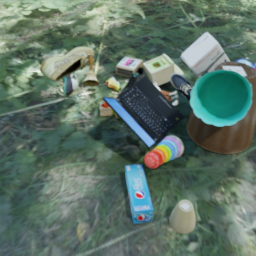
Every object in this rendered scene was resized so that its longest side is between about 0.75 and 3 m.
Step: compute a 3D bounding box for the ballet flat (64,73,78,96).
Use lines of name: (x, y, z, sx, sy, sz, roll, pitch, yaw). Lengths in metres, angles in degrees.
ballet flat: (-2.655, -2.135, 12.965, 0.690, 0.690, 1.888, -8, 39, -9)

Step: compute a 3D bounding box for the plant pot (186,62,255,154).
plant pot: (3.455, -0.867, 9.840, 2.444, 2.615, 2.444, 0, 40, 0)

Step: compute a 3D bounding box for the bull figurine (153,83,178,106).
bull figurine: (1.408, -1.100, 11.558, 1.314, 0.705, 2.164, -8, 45, 14)

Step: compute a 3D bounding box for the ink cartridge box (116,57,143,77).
ink cartridge box: (0.067, -3.097, 14.225, 1.002, 0.457, 1.217, 17, 44, 17)

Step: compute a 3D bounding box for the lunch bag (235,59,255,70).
lunch bag: (5.600, -2.683, 13.391, 0.674, 0.899, 1.057, -21, 44, -22)

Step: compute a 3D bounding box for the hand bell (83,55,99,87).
hand bell: (-1.254, -1.980, 9.476, 0.546, 0.546, 1.048, -1, 74, -2)

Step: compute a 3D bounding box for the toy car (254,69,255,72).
toy car: (5.340, -1.922, 12.223, 1.443, 1.237, 1.649, 1, 40, 0)

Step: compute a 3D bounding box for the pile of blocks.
pile of blocks: (-0.187, -0.831, 11.280, 2.184, 0.679, 0.897, 11, 42, 15)

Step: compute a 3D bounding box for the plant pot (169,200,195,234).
plant pot: (1.506, 2.323, 7.549, 0.722, 0.771, 0.722, 0, 41, 0)

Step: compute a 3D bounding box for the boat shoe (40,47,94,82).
boat shoe: (-1.939, -2.147, 9.671, 0.716, 0.838, 2.285, 44, 49, 12)

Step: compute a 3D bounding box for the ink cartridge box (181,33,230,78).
ink cartridge box: (3.013, -2.566, 10.718, 1.287, 1.780, 0.750, -42, 54, 17)

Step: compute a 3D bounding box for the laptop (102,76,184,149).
laptop: (0.619, -0.649, 9.372, 2.442, 1.261, 2.164, -39, 83, -23)

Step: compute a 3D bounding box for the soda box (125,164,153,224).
soda box: (0.287, 1.888, 8.208, 0.544, 0.575, 1.695, -5, 40, -6)

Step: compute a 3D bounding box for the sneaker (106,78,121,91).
sneaker: (-0.686, -1.943, 12.950, 0.477, 0.413, 1.057, -24, 38, -17)

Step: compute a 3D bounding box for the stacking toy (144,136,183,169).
stacking toy: (1.064, 0.803, 8.869, 0.787, 0.787, 1.844, 25, 23, 27)

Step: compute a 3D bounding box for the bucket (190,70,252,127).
bucket: (2.726, -0.894, 8.150, 1.695, 1.695, 1.102, 18, 17, 20)

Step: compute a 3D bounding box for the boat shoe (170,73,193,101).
boat shoe: (2.342, -1.582, 11.187, 1.611, 0.601, 0.747, 42, 7, -3)

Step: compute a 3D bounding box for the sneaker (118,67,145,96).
sneaker: (0.164, -1.947, 12.544, 0.818, 0.860, 2.170, 15, 43, 22)

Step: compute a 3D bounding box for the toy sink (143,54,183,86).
toy sink: (1.606, -2.702, 12.773, 1.539, 0.862, 1.003, -23, 45, -5)
